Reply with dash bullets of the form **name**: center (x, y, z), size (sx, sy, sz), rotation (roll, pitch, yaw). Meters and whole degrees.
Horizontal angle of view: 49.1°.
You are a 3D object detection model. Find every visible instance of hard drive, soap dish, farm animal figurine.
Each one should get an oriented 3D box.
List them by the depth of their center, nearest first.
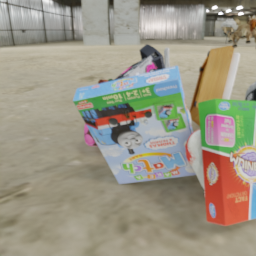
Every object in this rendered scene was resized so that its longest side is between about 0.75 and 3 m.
- **farm animal figurine**: center (2.922, -2.311, 6.731), size (1.148, 0.605, 1.161), rotation (2, -17, 33)
- **hard drive**: center (0.851, -2.082, 9.645), size (0.412, 1.314, 1.948), rotation (-17, 29, -4)
- **soap dish**: center (2.937, -1.389, 9.897), size (1.030, 2.536, 1.995), rotation (15, -8, 5)

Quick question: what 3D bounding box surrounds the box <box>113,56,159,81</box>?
- **box**: center (0.218, -1.179, 6.925), size (0.738, 0.641, 1.118), rotation (-16, 24, 45)

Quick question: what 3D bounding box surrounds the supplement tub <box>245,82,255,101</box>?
- **supplement tub**: center (3.970, -0.041, 7.649), size (1.546, 1.546, 2.523), rotation (7, 56, 18)

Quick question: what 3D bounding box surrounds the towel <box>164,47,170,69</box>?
- **towel**: center (1.462, -2.554, 10.562), size (0.145, 0.893, 1.216), rotation (-3, 13, 6)

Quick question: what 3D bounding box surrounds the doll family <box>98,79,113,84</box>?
- **doll family**: center (-0.111, -0.978, 8.480), size (1.725, 1.171, 2.984), rotation (-10, 12, -15)

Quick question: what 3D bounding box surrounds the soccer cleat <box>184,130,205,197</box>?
- **soccer cleat**: center (1.758, 0.977, 5.593), size (0.759, 2.211, 0.942), rotation (-27, 32, -6)

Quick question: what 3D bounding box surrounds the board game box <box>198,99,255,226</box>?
- **board game box**: center (2.104, 0.566, 5.183), size (1.622, 2.120, 0.427), rotation (-1, -5, -29)

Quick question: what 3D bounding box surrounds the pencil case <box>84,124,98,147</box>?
- **pencil case**: center (-0.247, 0.048, 8.832), size (2.215, 1.005, 1.037), rotation (3, 59, -34)

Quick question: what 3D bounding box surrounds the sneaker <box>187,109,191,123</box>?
- **sneaker**: center (1.408, 0.218, 7.621), size (0.703, 2.000, 0.801), rotation (-8, 28, 16)

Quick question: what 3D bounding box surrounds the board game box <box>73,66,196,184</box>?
- **board game box**: center (0.343, 0.148, 6.215), size (2.112, 2.792, 0.511), rotation (-10, 42, 16)
